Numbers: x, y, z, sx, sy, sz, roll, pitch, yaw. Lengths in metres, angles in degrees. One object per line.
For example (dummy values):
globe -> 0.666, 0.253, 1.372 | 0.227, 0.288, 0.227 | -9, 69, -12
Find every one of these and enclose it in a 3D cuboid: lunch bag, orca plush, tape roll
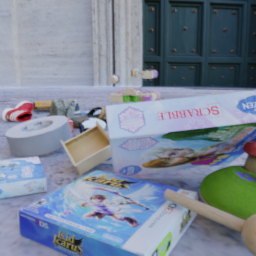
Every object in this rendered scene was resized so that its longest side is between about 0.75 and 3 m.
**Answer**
lunch bag -> -3.010, -0.690, 13.007 | 1.034, 1.232, 0.859 | -7, 34, -36
orca plush -> -1.607, 0.070, 11.623 | 0.967, 0.654, 1.839 | 45, 22, 1
tape roll -> -2.875, 0.225, 9.104 | 1.987, 0.656, 1.987 | -9, 19, 3

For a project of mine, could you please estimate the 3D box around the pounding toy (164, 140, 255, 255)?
pounding toy -> 2.055, 0.877, 4.450 | 2.428, 1.127, 1.874 | 1, 19, -45

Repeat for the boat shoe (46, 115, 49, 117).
boat shoe -> -4.059, -0.499, 14.380 | 0.410, 0.363, 1.121 | 2, 11, 14

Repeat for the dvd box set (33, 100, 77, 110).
dvd box set -> -4.801, -1.481, 18.207 | 2.615, 0.384, 1.913 | -5, -1, -24

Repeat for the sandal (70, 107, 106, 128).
sandal -> -1.558, -0.615, 13.474 | 2.772, 0.757, 1.133 | -11, 27, -39

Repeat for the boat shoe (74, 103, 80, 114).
boat shoe -> -3.875, -1.219, 17.086 | 2.174, 0.672, 0.814 | 4, 17, 34

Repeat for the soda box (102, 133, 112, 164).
soda box -> -0.197, 0.587, 7.985 | 2.263, 0.771, 0.720 | 3, 12, 13

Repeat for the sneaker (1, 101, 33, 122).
sneaker -> -5.465, -0.757, 14.980 | 1.337, 0.907, 2.314 | 12, 26, 14

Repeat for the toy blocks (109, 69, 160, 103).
toy blocks -> 0.485, -1.869, 15.040 | 2.590, 2.771, 2.333 | 5, 18, 21

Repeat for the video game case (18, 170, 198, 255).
video game case -> -0.244, 1.399, 4.647 | 2.246, 0.511, 2.036 | 7, 12, 30

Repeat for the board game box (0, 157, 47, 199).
board game box -> -2.810, 1.118, 6.369 | 1.667, 0.363, 1.676 | -4, 12, -23

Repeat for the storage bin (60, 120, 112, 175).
storage bin -> -1.033, 0.473, 7.235 | 1.098, 0.515, 1.090 | -30, 50, -13

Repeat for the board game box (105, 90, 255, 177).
board game box -> 1.081, 0.284, 5.658 | 2.909, 0.600, 2.916 | -6, -22, -3

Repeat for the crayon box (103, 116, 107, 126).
crayon box -> -0.552, -0.500, 13.284 | 0.892, 0.357, 1.405 | 10, 27, 8

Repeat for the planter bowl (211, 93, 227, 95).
planter bowl -> 5.410, -1.093, 14.750 | 2.063, 1.389, 2.063 | 0, 11, 0

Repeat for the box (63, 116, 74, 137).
box -> -2.686, -0.039, 11.328 | 0.621, 0.649, 1.302 | -7, 15, -26

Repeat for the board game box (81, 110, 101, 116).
board game box -> -1.545, -0.819, 16.025 | 1.379, 0.334, 1.824 | 9, 15, 39
